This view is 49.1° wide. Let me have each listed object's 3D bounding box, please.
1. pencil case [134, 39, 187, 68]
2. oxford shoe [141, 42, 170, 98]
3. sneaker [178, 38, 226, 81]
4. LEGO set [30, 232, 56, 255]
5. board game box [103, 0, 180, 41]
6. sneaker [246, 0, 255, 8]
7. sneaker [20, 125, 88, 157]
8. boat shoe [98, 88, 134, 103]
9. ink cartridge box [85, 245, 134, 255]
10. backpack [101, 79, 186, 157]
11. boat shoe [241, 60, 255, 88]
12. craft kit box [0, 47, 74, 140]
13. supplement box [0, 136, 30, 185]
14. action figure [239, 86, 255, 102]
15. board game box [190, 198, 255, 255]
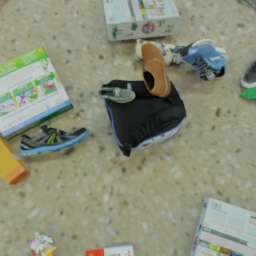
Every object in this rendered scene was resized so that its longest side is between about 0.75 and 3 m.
[{"bbox_3d":[1.308,-3.150,11.680,2.250,0.875,1.006,9,86,3],"label":"pencil case"},{"bbox_3d":[0.753,-2.019,9.243,0.756,0.756,2.121,4,59,-36],"label":"oxford shoe"},{"bbox_3d":[3.028,-2.536,10.765,2.847,1.118,1.269,1,75,-43],"label":"sneaker"},{"bbox_3d":[-3.344,4.549,9.627,0.946,1.169,2.542,37,106,25],"label":"LEGO set"},{"bbox_3d":[0.486,-4.744,11.751,2.894,0.930,2.135,-7,54,-2],"label":"board game box"},{"bbox_3d":[5.644,-6.174,12.212,2.494,1.440,0.936,43,79,10],"label":"sneaker"},{"bbox_3d":[-2.857,0.359,10.703,2.677,0.949,1.109,-12,82,0],"label":"sneaker"},{"bbox_3d":[-0.421,-1.112,9.332,1.241,0.383,0.452,7,88,15],"label":"boat shoe"},{"bbox_3d":[-0.618,4.918,9.758,1.737,0.435,1.409,-5,75,-4],"label":"ink cartridge box"},{"bbox_3d":[0.686,-0.479,10.311,2.668,2.158,2.801,-18,76,2],"label":"backpack"},{"bbox_3d":[5.481,-2.584,11.482,2.274,0.753,0.795,-40,54,-11],"label":"boat shoe"},{"bbox_3d":[-4.160,-1.444,11.364,2.947,0.715,2.911,-27,79,-7],"label":"craft kit box"},{"bbox_3d":[-4.839,0.992,10.619,0.814,0.842,2.447,-41,80,-11],"label":"supplement box"},{"bbox_3d":[5.459,-1.363,11.418,1.780,0.487,1.051,3,76,8],"label":"action figure"},{"bbox_3d":[3.378,4.181,9.697,2.142,0.933,2.903,18,74,6],"label":"board game box"}]
